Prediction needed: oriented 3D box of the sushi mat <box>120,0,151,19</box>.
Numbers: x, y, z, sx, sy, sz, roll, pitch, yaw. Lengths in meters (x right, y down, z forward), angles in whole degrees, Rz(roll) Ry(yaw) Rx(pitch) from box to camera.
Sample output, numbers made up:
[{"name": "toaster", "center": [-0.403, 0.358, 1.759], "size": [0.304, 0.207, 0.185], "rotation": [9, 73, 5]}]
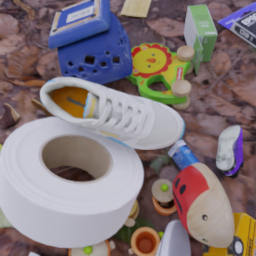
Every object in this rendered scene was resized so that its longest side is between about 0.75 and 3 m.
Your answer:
[{"name": "sushi mat", "center": [0.422, -5.286, 11.692], "size": [1.054, 0.133, 2.202], "rotation": [11, 58, 7]}]

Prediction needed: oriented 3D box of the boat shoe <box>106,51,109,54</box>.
[{"name": "boat shoe", "center": [-1.325, -3.252, 9.997], "size": [2.042, 0.733, 0.773], "rotation": [11, 57, 7]}]

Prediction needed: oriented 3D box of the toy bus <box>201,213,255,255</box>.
[{"name": "toy bus", "center": [2.008, 3.000, 5.663], "size": [0.982, 0.816, 2.508], "rotation": [36, 56, -21]}]

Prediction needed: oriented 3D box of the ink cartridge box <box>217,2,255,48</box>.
[{"name": "ink cartridge box", "center": [5.307, -4.027, 10.615], "size": [2.642, 0.579, 2.667], "rotation": [-32, 61, -18]}]

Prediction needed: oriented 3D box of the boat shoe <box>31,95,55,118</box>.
[{"name": "boat shoe", "center": [-2.213, -0.558, 7.875], "size": [1.134, 0.399, 0.399], "rotation": [39, 54, 15]}]

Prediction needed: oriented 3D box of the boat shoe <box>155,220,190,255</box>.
[{"name": "boat shoe", "center": [0.666, 3.022, 5.695], "size": [0.787, 0.886, 2.408], "rotation": [-21, 30, 36]}]

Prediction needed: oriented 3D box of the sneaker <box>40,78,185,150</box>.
[{"name": "sneaker", "center": [-0.325, -0.238, 5.657], "size": [2.955, 1.194, 1.131], "rotation": [14, 92, 6]}]

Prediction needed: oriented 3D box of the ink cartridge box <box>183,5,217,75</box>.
[{"name": "ink cartridge box", "center": [2.497, -3.035, 9.599], "size": [0.661, 1.158, 2.231], "rotation": [-4, 57, -1]}]

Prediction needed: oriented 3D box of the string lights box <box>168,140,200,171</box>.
[{"name": "string lights box", "center": [1.501, 0.856, 7.292], "size": [0.287, 0.500, 0.974], "rotation": [-15, 58, -36]}]

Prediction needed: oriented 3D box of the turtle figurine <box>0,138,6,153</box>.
[{"name": "turtle figurine", "center": [-2.725, 0.730, 6.993], "size": [1.387, 0.554, 1.720], "rotation": [22, 25, 2]}]

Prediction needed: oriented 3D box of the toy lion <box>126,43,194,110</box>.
[{"name": "toy lion", "center": [0.914, -1.832, 9.134], "size": [2.323, 0.832, 2.424], "rotation": [5, 57, 12]}]

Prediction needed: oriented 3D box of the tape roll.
[{"name": "tape roll", "center": [-1.185, 0.975, 6.040], "size": [2.946, 1.030, 2.946], "rotation": [13, 32, -9]}]

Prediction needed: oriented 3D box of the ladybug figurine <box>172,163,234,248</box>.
[{"name": "ladybug figurine", "center": [1.413, 1.524, 5.727], "size": [0.785, 2.183, 1.481], "rotation": [-7, 101, -2]}]

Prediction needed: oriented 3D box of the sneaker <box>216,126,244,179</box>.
[{"name": "sneaker", "center": [2.800, 0.673, 7.491], "size": [0.543, 0.777, 1.563], "rotation": [-15, 38, 46]}]

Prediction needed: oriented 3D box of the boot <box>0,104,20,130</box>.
[{"name": "boot", "center": [-3.679, -0.347, 8.364], "size": [0.762, 0.276, 0.634], "rotation": [38, 63, 18]}]

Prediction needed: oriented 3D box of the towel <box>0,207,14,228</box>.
[{"name": "towel", "center": [-2.920, 1.895, 6.934], "size": [0.857, 0.211, 1.155], "rotation": [-3, 57, 0]}]

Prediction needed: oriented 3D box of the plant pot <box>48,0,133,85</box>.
[{"name": "plant pot", "center": [-1.146, -2.602, 8.441], "size": [2.092, 1.881, 2.092], "rotation": [-15, 45, 12]}]

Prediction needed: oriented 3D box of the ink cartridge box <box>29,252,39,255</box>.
[{"name": "ink cartridge box", "center": [-1.542, 3.318, 5.849], "size": [1.534, 0.455, 0.796], "rotation": [18, 59, 12]}]

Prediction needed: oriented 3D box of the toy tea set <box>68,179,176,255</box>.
[{"name": "toy tea set", "center": [0.016, 2.248, 6.163], "size": [1.770, 1.102, 2.977], "rotation": [26, 60, 16]}]
